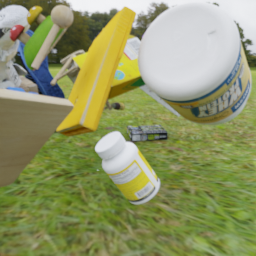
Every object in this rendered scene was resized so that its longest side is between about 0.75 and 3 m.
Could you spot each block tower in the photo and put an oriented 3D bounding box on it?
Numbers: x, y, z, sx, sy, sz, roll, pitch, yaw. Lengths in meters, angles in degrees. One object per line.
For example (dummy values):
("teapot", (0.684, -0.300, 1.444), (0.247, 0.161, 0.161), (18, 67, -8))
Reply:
("block tower", (-3.854, -1.303, 9.269), (0.798, 0.854, 2.953), (-26, 39, -33))

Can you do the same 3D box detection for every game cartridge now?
("game cartridge", (-0.793, -1.109, 6.370), (0.425, 2.622, 2.311), (25, -14, -21))

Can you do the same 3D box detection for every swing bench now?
("swing bench", (-1.444, -1.476, 9.461), (1.177, 1.805, 1.815), (-26, 32, 18))

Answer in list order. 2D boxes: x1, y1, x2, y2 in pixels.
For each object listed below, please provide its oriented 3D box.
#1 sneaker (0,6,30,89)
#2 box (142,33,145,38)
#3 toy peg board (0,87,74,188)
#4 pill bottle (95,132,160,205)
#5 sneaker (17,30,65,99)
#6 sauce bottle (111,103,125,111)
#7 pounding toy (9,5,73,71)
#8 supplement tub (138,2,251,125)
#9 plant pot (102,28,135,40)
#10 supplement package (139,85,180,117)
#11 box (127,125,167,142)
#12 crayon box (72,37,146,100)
("sneaker", (-3.172, -1.857, 7.297), (2.935, 1.687, 1.103), (-18, 45, 29))
("box", (1.564, -3.042, 11.059), (1.910, 0.373, 1.307), (15, 30, -46))
("toy peg board", (-2.223, 0.031, 4.262), (0.987, 2.009, 2.017), (45, 14, 13))
("pill bottle", (-0.020, 0.649, 4.611), (0.647, 1.163, 0.647), (-28, 24, 14))
("sneaker", (-3.176, -1.856, 9.458), (1.080, 2.773, 0.972), (2, 32, 37))
("sauce bottle", (-0.366, -0.740, 9.747), (0.286, 0.286, 0.866), (5, 5, 18))
("pounding toy", (-1.752, -1.834, 5.345), (0.787, 1.310, 1.697), (37, -2, -23))
("supplement tub", (1.737, -1.277, 6.704), (2.110, 2.110, 2.917), (11, -8, 32))
("plant pot", (-0.497, -2.707, 10.403), (1.260, 1.112, 1.260), (18, -19, 6))
("supplement package", (1.454, -1.845, 10.992), (2.471, 1.449, 1.444), (37, 21, -2))
("box", (0.770, 0.201, 11.643), (1.486, 0.329, 1.191), (-3, 16, -9))
("crayon box", (-0.306, -1.790, 8.427), (2.377, 0.604, 1.509), (-25, 64, -28))
